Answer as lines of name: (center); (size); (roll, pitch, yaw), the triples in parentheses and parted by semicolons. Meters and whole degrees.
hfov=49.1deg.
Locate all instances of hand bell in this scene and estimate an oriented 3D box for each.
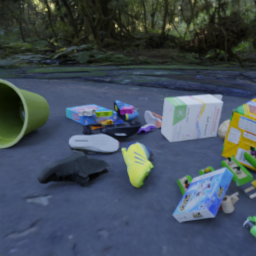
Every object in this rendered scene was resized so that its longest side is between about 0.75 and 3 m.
hand bell: (4.390, 0.542, 11.106); (1.001, 1.001, 1.923); (-1, 29, -4)

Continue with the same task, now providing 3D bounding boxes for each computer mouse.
computer mouse: (-0.742, 0.123, 12.251); (2.594, 0.597, 1.821); (-7, 11, -13)

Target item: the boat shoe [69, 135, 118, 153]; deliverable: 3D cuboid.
boat shoe: (-1.323, 0.635, 10.640); (1.867, 0.673, 0.662); (8, -27, -16)

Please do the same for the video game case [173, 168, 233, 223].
video game case: (1.739, 1.577, 6.554); (1.266, 0.288, 1.148); (-48, 5, -37)

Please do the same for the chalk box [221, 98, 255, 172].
chalk box: (4.867, 0.104, 9.706); (1.808, 1.799, 2.906); (27, 35, 36)

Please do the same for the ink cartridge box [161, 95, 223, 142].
ink cartridge box: (3.035, -0.464, 12.329); (2.944, 1.724, 0.991); (-7, 27, -19)

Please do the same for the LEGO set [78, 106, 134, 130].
LEGO set: (-0.877, -0.454, 13.707); (2.839, 1.083, 1.165); (0, 13, 22)

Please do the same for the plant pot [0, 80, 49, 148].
plant pot: (-4.822, -0.651, 12.251); (2.734, 2.734, 2.596); (5, 6, 15)

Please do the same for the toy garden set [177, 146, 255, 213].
toy garden set: (2.569, 1.325, 7.134); (2.482, 0.495, 2.069); (-24, 18, 5)

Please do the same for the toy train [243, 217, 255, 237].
toy train: (2.908, 2.298, 5.335); (0.461, 0.341, 1.635); (3, 24, -38)

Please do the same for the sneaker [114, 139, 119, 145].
sneaker: (-0.702, 0.542, 11.603); (0.835, 0.308, 0.365); (4, 24, 30)

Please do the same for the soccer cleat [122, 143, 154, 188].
soccer cleat: (0.197, 1.067, 8.595); (1.079, 0.834, 2.579); (30, 13, 0)

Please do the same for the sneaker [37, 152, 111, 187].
sneaker: (-1.538, 1.335, 8.210); (1.979, 0.594, 1.032); (-27, 62, -40)

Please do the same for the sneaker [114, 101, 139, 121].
sneaker: (-0.145, -0.980, 15.565); (0.879, 0.739, 2.241); (-13, 27, -20)

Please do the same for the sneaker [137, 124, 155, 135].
sneaker: (0.847, 0.132, 13.038); (0.980, 0.395, 0.409); (-15, 38, -19)

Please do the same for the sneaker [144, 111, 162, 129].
sneaker: (1.560, -0.416, 14.377); (0.941, 0.652, 1.680); (-5, 28, -28)

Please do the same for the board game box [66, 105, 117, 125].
board game box: (-2.037, -0.717, 15.273); (1.822, 0.539, 2.396); (-13, 22, -36)
